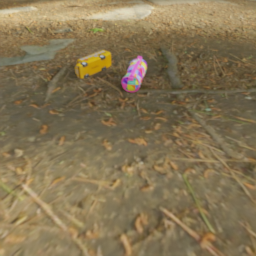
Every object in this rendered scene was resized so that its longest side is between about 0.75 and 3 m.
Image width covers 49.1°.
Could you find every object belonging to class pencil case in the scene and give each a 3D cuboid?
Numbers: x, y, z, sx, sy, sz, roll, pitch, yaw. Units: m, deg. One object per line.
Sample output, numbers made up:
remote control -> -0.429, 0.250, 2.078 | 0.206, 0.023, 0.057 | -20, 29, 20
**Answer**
pencil case -> 0.338, -2.742, 14.274 | 1.030, 1.030, 2.330 | 6, 39, 8

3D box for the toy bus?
toy bus -> -1.967, -3.540, 15.511 | 0.949, 0.789, 2.424 | 29, 45, 33
